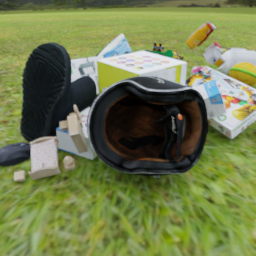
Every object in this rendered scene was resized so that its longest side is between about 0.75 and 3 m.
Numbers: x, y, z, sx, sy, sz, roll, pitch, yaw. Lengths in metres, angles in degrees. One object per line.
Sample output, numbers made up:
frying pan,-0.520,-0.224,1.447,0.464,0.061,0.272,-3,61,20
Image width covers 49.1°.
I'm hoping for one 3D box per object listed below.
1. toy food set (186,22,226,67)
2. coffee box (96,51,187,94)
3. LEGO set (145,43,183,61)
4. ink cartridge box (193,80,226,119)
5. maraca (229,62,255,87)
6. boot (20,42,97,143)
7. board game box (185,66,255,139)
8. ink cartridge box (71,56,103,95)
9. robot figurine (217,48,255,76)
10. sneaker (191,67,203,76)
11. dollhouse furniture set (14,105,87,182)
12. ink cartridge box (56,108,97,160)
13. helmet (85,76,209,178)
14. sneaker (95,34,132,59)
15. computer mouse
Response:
toy food set,2.876,-2.963,9.707,2.045,0.920,0.976,19,42,-37
coffee box,0.375,-1.097,8.590,1.932,1.954,1.951,-21,34,-34
LEGO set,1.326,-2.005,10.547,1.651,2.147,1.244,11,11,40
ink cartridge box,1.762,-0.568,7.729,1.625,0.941,0.542,-21,51,16
maraca,4.752,-2.116,11.494,1.261,0.984,1.839,28,7,17
boot,-1.703,-1.117,7.679,1.105,2.893,2.431,30,33,10
board game box,2.729,-0.888,8.577,1.626,0.446,2.575,-36,46,-13
ink cartridge box,-1.713,-1.822,10.369,1.910,1.394,0.803,-20,11,-37
robot figurine,5.242,-3.033,13.203,2.070,1.169,1.756,3,61,5
sneaker,2.900,-2.149,11.720,0.660,0.608,1.496,9,-5,33
dollhouse furniture set,-1.861,0.273,6.362,1.665,0.813,1.420,-14,54,-3
ink cartridge box,-1.030,0.085,7.694,1.130,0.662,1.563,14,30,22
helmet,0.343,-0.055,6.270,2.303,2.415,2.415,7,26,38
sneaker,-0.811,-2.947,12.553,2.810,1.264,1.101,-48,16,-18
computer mouse,-2.521,0.404,7.442,0.634,0.368,2.161,18,32,33
